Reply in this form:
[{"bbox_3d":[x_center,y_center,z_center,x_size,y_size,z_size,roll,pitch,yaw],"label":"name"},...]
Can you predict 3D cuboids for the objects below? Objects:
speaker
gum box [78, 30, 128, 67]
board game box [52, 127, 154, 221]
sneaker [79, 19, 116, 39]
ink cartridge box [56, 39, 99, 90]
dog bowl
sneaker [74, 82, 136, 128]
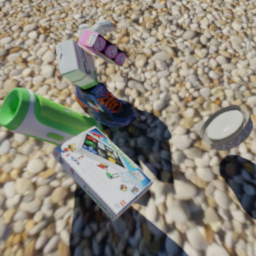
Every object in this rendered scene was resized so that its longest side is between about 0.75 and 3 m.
[{"bbox_3d":[-2.022,-0.103,7.872,1.236,2.796,1.236,-18,61,36],"label":"speaker"},{"bbox_3d":[-0.788,-2.569,9.217,0.850,1.497,0.495,29,94,43],"label":"gum box"},{"bbox_3d":[-0.627,1.045,7.094,2.259,0.391,1.426,42,45,18],"label":"board game box"},{"bbox_3d":[-1.084,-3.268,9.792,1.560,0.591,0.718,0,79,33],"label":"sneaker"},{"bbox_3d":[-1.561,-1.948,8.759,0.603,1.430,1.045,-17,77,15],"label":"ink cartridge box"},{"bbox_3d":[2.892,0.018,8.196,0.459,1.565,1.565,45,55,-22],"label":"dog bowl"},{"bbox_3d":[-0.896,-0.927,9.525,2.687,1.054,1.012,31,60,21],"label":"sneaker"}]
